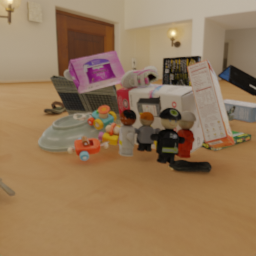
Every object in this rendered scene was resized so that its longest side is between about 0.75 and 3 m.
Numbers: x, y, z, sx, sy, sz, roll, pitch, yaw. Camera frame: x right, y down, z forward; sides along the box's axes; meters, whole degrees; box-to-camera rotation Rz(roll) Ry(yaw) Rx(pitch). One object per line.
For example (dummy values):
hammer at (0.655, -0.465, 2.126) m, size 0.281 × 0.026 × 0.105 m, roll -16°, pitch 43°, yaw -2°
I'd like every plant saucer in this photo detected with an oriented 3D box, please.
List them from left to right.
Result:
plant saucer at (-1.888, 0.009, 9.770) m, size 2.589 × 0.650 × 2.589 m, roll -9°, pitch 20°, yaw 3°

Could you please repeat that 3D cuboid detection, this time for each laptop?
laptop at (4.401, -1.499, 10.732) m, size 1.807 × 1.053 × 2.039 m, roll 28°, pitch 42°, yaw -1°

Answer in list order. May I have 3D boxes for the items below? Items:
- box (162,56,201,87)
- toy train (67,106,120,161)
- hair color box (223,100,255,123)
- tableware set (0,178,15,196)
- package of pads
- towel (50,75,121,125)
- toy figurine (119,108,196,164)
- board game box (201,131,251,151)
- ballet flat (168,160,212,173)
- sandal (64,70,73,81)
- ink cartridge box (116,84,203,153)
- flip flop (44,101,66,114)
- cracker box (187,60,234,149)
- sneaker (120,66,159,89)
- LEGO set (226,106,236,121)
box at (1.791, -1.588, 9.500) m, size 1.280 × 1.603 × 0.395 m, roll 4°, pitch 7°, yaw 32°
toy train at (-1.013, -0.017, 8.540) m, size 1.687 × 0.625 × 2.246 m, roll -3°, pitch 38°, yaw -11°
hair color box at (5.662, -0.919, 14.434) m, size 1.253 × 0.767 × 2.530 m, roll -8°, pitch 16°, yaw -30°
tableware set at (-3.687, 1.249, 5.960) m, size 2.461 × 0.493 × 1.627 m, roll 20°, pitch 12°, yaw 42°
package of pads at (-1.080, -1.994, 10.029) m, size 1.883 × 1.135 × 0.713 m, roll -19°, pitch -10°, yaw -25°
towel at (-1.601, -1.189, 12.069) m, size 2.884 × 2.777 × 0.498 m, roll 6°, pitch 53°, yaw 18°
toy figurine at (0.745, 0.104, 7.373) m, size 1.856 × 1.311 × 1.885 m, roll 7°, pitch 5°, yaw 32°
board game box at (3.312, 0.398, 10.037) m, size 2.165 × 0.254 × 1.134 m, roll -10°, pitch 14°, yaw -35°
ballet flat at (1.614, 1.053, 7.362) m, size 1.116 × 0.317 × 0.371 m, roll 0°, pitch 42°, yaw 21°
sandal at (-1.793, -2.058, 10.543) m, size 1.322 × 0.538 × 0.325 m, roll -9°, pitch 42°, yaw -28°
ink cartridge box at (0.998, -0.370, 9.289) m, size 1.151 × 1.984 × 2.689 m, roll -24°, pitch 24°, yaw -40°
flip flop at (-3.949, -1.210, 15.864) m, size 0.947 × 0.672 × 2.336 m, roll 5°, pitch 14°, yaw 21°
cracker box at (2.208, -0.567, 7.437) m, size 0.600 × 2.081 × 1.394 m, roll -16°, pitch -17°, yaw 24°
sneaker at (0.405, -1.621, 9.183) m, size 1.356 × 0.551 × 0.598 m, roll -22°, pitch 34°, yaw -5°
LEGO set at (3.870, -0.320, 12.628) m, size 2.571 × 0.729 × 1.670 m, roll -15°, pitch 13°, yaw -5°
